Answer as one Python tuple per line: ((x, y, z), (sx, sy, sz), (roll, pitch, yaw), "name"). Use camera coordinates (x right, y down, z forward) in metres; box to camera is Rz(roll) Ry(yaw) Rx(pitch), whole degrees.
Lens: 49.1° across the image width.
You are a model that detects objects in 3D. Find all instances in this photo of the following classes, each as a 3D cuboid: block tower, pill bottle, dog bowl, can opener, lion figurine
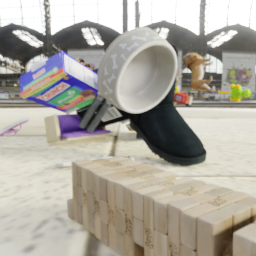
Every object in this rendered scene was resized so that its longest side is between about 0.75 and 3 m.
((0.332, 0.879, 2.734), (0.758, 0.811, 2.805), (-4, 6, -38), "block tower")
((-2.718, -1.869, 9.957), (1.059, 1.059, 1.900), (1, 7, 7), "pill bottle")
((0.252, -1.041, 5.498), (1.716, 1.716, 0.503), (-5, 36, -40), "dog bowl")
((-0.774, -0.809, 8.549), (0.559, 2.122, 0.705), (29, 19, -15), "can opener")
((1.849, -1.431, 7.412), (0.775, 1.265, 0.458), (-6, -15, 29), "lion figurine")

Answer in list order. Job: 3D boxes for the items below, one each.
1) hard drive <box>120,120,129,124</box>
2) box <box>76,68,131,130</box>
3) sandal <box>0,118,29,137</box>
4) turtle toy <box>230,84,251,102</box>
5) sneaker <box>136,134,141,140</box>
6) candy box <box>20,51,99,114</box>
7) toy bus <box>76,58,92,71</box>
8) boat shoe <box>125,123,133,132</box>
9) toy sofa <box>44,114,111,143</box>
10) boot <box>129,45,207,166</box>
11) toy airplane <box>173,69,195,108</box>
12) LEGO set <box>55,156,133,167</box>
((0.564, -0.982, 10.988), (1.966, 0.262, 1.297), (-46, -9, 26), "hard drive")
((-0.634, -1.249, 10.175), (2.002, 2.036, 1.195), (-15, -40, 23), "box")
((-3.776, 0.088, 9.056), (1.554, 0.382, 0.632), (-24, 10, 15), "sandal")
((3.609, -1.124, 9.042), (0.382, 0.550, 0.755), (-8, 14, -17), "turtle toy")
((0.963, -0.135, 11.298), (1.153, 1.108, 2.940), (4, 8, 6), "sneaker")
((-1.949, -1.274, 8.643), (1.712, 0.780, 2.024), (-22, -24, 25), "candy box")
((-2.020, -2.228, 11.568), (0.992, 0.702, 1.034), (-33, -27, 17), "toy bus")
((0.119, -0.015, 12.771), (0.404, 0.370, 1.081), (-5, -4, -8), "boat shoe")
((-1.750, -0.066, 10.173), (1.130, 0.959, 2.315), (-9, -2, 42), "toy sofa")
((0.893, -0.716, 6.951), (1.108, 2.438, 2.902), (-13, 31, -25), "boot")
((1.297, -0.923, 8.036), (0.831, 1.178, 1.173), (7, -32, -12), "toy airplane")
((-0.679, 0.831, 6.064), (1.282, 0.421, 1.717), (-4, -4, -33), "LEGO set")
